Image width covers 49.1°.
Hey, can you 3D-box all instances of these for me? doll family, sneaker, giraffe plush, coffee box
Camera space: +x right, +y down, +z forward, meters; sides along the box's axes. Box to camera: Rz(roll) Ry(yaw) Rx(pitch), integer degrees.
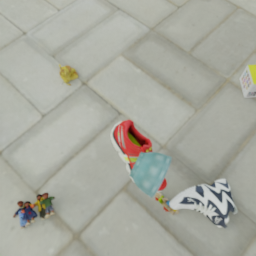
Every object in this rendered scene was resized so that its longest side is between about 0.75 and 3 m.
[{"bbox_3d":[-3.542,3.025,10.518,1.791,0.703,1.035,-21,70,-7],"label":"doll family"},{"bbox_3d":[0.415,0.870,8.541,2.521,1.070,0.971,53,43,0],"label":"sneaker"},{"bbox_3d":[-2.945,-2.618,13.239,0.917,0.862,1.063,23,66,11],"label":"giraffe plush"},{"bbox_3d":[2.886,2.971,10.242,2.520,1.006,1.640,-8,58,-25],"label":"sneaker"},{"bbox_3d":[5.947,-2.153,12.871,1.108,1.096,1.106,-2,63,-1],"label":"coffee box"}]

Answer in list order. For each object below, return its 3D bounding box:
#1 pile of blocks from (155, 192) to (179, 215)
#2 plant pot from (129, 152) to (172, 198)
[{"bbox_3d":[1.424,2.930,10.674,1.129,0.463,0.351,40,71,18],"label":"pile of blocks"},{"bbox_3d":[0.540,1.151,7.597,0.822,1.227,1.227,28,66,3],"label":"plant pot"}]
